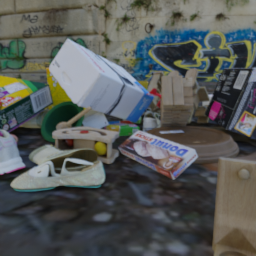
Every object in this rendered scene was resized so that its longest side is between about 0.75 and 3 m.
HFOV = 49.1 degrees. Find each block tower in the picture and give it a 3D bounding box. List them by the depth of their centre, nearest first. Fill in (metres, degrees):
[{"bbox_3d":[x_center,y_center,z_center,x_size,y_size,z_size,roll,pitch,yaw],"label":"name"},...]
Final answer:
[{"bbox_3d":[1.389,-0.577,8.481,0.808,0.864,2.990,-1,-13,6],"label":"block tower"}]

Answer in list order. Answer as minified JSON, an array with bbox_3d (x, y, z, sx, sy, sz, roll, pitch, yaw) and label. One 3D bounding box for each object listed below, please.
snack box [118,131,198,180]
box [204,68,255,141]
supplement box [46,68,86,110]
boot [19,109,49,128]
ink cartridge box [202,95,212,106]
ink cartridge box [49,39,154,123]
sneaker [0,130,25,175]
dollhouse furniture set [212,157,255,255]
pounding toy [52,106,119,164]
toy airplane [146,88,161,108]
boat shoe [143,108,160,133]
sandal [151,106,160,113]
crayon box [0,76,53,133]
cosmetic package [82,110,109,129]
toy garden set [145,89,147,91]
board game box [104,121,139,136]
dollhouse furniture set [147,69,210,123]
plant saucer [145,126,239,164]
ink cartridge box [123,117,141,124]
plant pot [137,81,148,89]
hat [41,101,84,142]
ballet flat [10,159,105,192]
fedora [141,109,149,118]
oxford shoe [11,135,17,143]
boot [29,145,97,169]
[{"bbox_3d":[0.589,0.549,6.439,0.743,0.251,2.067,-38,28,-20],"label":"snack box"},{"bbox_3d":[3.746,-0.781,8.711,1.614,1.859,2.814,20,12,-2],"label":"box"},{"bbox_3d":[-2.421,-1.303,11.222,1.197,2.186,1.190,2,11,11],"label":"supplement box"},{"bbox_3d":[-3.508,-0.450,10.590,1.758,0.819,2.273,2,13,2],"label":"boot"},{"bbox_3d":[4.828,-1.074,13.230,1.559,0.908,2.141,-8,16,-34],"label":"ink cartridge box"},{"bbox_3d":[-0.810,-1.447,9.253,2.886,1.215,2.087,14,29,-53],"label":"ink cartridge box"},{"bbox_3d":[-3.101,0.399,6.365,1.979,0.873,0.805,7,14,31],"label":"sneaker"},{"bbox_3d":[1.387,1.090,2.408,1.363,1.168,1.433,5,13,22],"label":"dollhouse furniture set"},{"bbox_3d":[-1.187,0.121,6.888,2.059,1.181,1.177,9,14,31],"label":"pounding toy"},{"bbox_3d":[1.089,-1.003,9.195,1.110,0.204,1.110,8,-23,3],"label":"toy airplane"},{"bbox_3d":[0.821,-0.355,10.121,0.657,0.758,1.779,1,11,14],"label":"boat shoe"},{"bbox_3d":[1.323,-0.750,9.877,1.040,0.281,0.418,-27,-20,-7],"label":"sandal"},{"bbox_3d":[-4.388,-0.697,9.037,2.504,0.846,2.902,14,36,26],"label":"crayon box"},{"bbox_3d":[-1.240,-0.318,9.929,0.815,0.586,1.445,-26,15,-8],"label":"cosmetic package"},{"bbox_3d":[1.776,-1.086,13.117,2.696,0.538,2.247,16,14,-35],"label":"toy garden set"},{"bbox_3d":[-0.256,0.006,9.710,0.972,0.256,1.270,-3,12,-16],"label":"board game box"},{"bbox_3d":[1.967,-1.392,10.835,2.304,2.019,1.531,1,53,34],"label":"dollhouse furniture set"},{"bbox_3d":[1.598,0.362,7.742,2.773,0.409,2.773,-1,12,0],"label":"plant saucer"},{"bbox_3d":[0.154,-0.666,10.937,0.694,0.951,0.401,9,43,10],"label":"ink cartridge box"},{"bbox_3d":[0.397,-2.141,17.132,1.555,1.372,1.555,0,13,1],"label":"plant pot"},{"bbox_3d":[-1.826,0.107,9.300,1.485,1.578,1.793,-7,53,15],"label":"hat"},{"bbox_3d":[-1.286,0.827,5.192,1.702,0.531,0.574,-2,12,-7],"label":"ballet flat"},{"bbox_3d":[0.560,-1.054,13.053,1.845,0.843,1.845,-4,14,1],"label":"fedora"},{"bbox_3d":[-3.490,0.454,7.283,1.130,0.400,0.417,-11,42,-4],"label":"oxford shoe"},{"bbox_3d":[-1.445,0.637,6.259,1.298,0.468,1.004,-11,16,-35],"label":"boot"}]
